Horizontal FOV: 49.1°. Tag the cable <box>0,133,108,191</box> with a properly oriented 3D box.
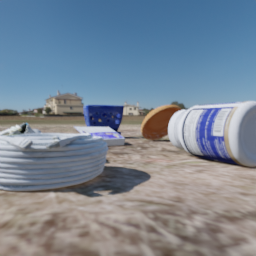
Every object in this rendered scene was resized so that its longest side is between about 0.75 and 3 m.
[{"bbox_3d":[-1.336,0.456,4.555,2.051,0.710,2.051,-1,0,34],"label":"cable"}]

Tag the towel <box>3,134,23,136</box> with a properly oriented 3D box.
[{"bbox_3d":[-2.043,0.421,6.829,1.897,0.467,2.558,4,0,-16],"label":"towel"}]

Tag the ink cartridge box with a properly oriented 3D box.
[{"bbox_3d":[-1.116,0.294,10.431,1.510,0.328,1.496,2,16,-30],"label":"ink cartridge box"}]

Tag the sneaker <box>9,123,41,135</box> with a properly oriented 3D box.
[{"bbox_3d":[-3.418,0.168,9.526,0.621,0.718,1.657,26,14,8],"label":"sneaker"}]

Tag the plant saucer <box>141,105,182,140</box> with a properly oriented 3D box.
[{"bbox_3d":[1.451,-0.278,12.239,2.056,2.056,0.385,-1,46,-33],"label":"plant saucer"}]

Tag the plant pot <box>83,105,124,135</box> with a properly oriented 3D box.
[{"bbox_3d":[-1.282,-0.315,14.267,1.847,1.661,1.847,-1,2,-14],"label":"plant pot"}]

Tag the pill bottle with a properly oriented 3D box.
[{"bbox_3d":[1.999,0.089,6.416,1.307,1.307,2.259,-1,3,-28],"label":"pill bottle"}]

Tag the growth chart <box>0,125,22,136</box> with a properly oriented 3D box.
[{"bbox_3d":[-3.423,0.252,7.187,1.420,0.126,1.028,-27,15,-16],"label":"growth chart"}]
